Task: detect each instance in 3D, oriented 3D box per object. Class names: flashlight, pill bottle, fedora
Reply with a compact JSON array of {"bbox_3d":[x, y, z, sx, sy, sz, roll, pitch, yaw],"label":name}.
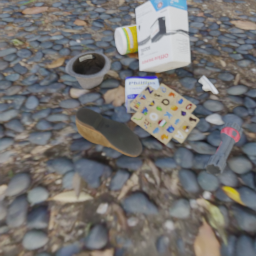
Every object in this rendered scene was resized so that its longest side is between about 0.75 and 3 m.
[{"bbox_3d":[3.312,0.720,9.785,0.747,0.744,2.197,7,45,40],"label":"flashlight"},{"bbox_3d":[0.628,-4.807,14.927,2.421,1.344,1.344,-16,47,-16],"label":"pill bottle"},{"bbox_3d":[-1.777,-2.537,12.851,1.973,1.007,2.231,4,46,4],"label":"fedora"}]

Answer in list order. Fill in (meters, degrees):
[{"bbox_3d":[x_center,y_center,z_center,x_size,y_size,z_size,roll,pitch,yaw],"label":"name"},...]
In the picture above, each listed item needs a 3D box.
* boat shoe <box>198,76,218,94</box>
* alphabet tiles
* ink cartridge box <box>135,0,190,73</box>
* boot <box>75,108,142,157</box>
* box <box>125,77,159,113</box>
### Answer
[{"bbox_3d":[3.570,-1.850,12.615,0.434,0.441,1.244,-41,47,16],"label":"boat shoe"},{"bbox_3d":[1.383,-0.582,10.806,2.476,0.078,2.060,36,70,12],"label":"alphabet tiles"},{"bbox_3d":[1.517,-4.151,12.566,1.228,2.934,2.129,-5,1,-39],"label":"ink cartridge box"},{"bbox_3d":[-0.719,0.305,10.087,2.657,1.003,0.978,31,52,8],"label":"boot"},{"bbox_3d":[0.596,-1.423,11.860,1.405,0.801,1.528,-2,44,-3],"label":"box"}]
